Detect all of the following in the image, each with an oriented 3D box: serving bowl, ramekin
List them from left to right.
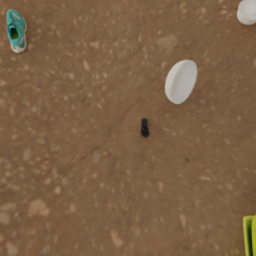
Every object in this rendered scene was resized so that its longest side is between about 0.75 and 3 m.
[{"bbox_3d":[1.752,-1.627,9.722,0.507,1.542,1.542,28,73,33],"label":"serving bowl"},{"bbox_3d":[4.801,-4.555,11.101,0.987,0.460,0.987,0,72,0],"label":"ramekin"}]

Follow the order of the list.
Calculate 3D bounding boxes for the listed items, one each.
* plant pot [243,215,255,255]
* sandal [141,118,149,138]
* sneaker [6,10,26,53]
[{"bbox_3d":[4.604,3.554,7.552,2.540,2.317,2.553,1,72,0],"label":"plant pot"},{"bbox_3d":[0.571,-0.012,9.739,0.289,0.184,0.768,-3,62,-3],"label":"sandal"},{"bbox_3d":[-4.307,-3.815,10.723,0.717,0.737,1.851,-15,72,-5],"label":"sneaker"}]
